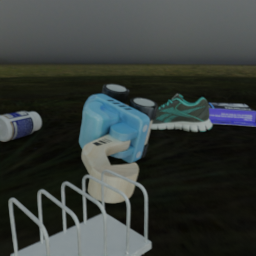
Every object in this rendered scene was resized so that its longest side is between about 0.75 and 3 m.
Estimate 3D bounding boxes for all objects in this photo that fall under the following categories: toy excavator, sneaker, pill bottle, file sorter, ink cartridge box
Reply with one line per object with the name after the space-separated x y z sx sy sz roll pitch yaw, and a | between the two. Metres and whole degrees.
-0.413 0.266 6.148 2.828 1.453 2.909 29 30 31 | toy excavator
1.598 -0.607 10.161 2.821 1.287 1.094 2 13 10 | sneaker
-3.538 -0.096 9.035 0.811 0.811 1.402 7 14 27 | pill bottle
-0.561 1.185 3.455 1.460 0.909 1.013 -11 18 -41 | file sorter
3.844 -0.627 11.750 2.602 0.570 2.627 4 14 9 | ink cartridge box
